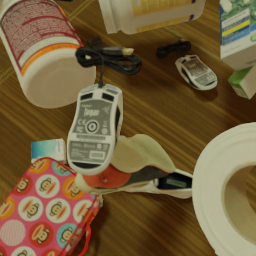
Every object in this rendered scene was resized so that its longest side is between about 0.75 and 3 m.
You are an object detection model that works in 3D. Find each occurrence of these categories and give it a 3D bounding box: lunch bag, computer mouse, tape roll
[{"bbox_3d":[-1.855,2.189,6.656,2.230,1.037,2.532,32,71,12],"label":"lunch bag"},{"bbox_3d":[1.882,-1.880,8.721,1.185,0.474,2.162,-24,63,-15],"label":"computer mouse"},{"bbox_3d":[-0.343,-0.219,3.289,0.861,0.345,1.571,5,75,14],"label":"computer mouse"},{"bbox_3d":[2.092,1.047,4.080,0.806,2.306,2.306,-5,61,-43],"label":"tape roll"}]

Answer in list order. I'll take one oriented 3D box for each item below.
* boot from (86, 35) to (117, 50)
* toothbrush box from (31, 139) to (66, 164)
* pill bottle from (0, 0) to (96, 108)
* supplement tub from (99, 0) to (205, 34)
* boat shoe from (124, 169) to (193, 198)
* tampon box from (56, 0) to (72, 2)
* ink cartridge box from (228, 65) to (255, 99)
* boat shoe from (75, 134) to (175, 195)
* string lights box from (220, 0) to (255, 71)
[{"bbox_3d":[-0.847,-2.704,9.121,0.929,0.322,0.809,-20,69,-6],"label":"boot"},{"bbox_3d":[-2.159,0.688,7.660,0.860,0.367,0.629,-9,67,-4],"label":"toothbrush box"},{"bbox_3d":[-1.622,-1.605,5.270,1.300,1.300,2.277,-25,64,-10],"label":"pill bottle"},{"bbox_3d":[0.523,-3.519,7.280,2.535,1.843,1.843,-12,67,2],"label":"supplement tub"},{"bbox_3d":[0.638,1.244,7.202,2.374,0.776,0.873,5,67,2],"label":"boat shoe"},{"bbox_3d":[-2.190,-4.231,7.163,1.245,1.049,1.662,-17,62,-41],"label":"tampon box"},{"bbox_3d":[2.867,-1.315,6.330,1.192,0.619,0.354,-52,38,1],"label":"ink cartridge box"},{"bbox_3d":[0.091,0.657,4.893,0.789,2.522,0.898,-46,68,17],"label":"boat shoe"},{"bbox_3d":[2.659,-2.589,5.929,0.716,1.247,2.427,18,67,-36],"label":"string lights box"}]
